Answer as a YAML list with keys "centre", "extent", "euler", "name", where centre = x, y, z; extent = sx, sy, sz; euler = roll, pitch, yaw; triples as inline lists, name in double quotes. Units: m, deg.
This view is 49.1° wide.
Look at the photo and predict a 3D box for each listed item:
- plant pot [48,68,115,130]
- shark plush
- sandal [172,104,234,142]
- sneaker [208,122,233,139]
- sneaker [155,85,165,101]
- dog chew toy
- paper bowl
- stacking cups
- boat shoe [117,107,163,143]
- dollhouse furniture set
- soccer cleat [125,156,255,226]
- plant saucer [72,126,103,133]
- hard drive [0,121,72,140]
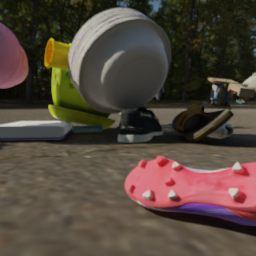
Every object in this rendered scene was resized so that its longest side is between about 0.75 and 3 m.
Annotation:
- centre: [-1.480, -1.171, 9.517]
  extent: [2.328, 2.112, 2.316]
  euler: [12, 0, -22]
  name: "plant pot"
- centre: [3.045, -0.845, 6.347]
  extent: [1.693, 0.769, 0.705]
  euler: [-19, -31, 21]
  name: "shark plush"
- centre: [1.642, -0.273, 7.044]
  extent: [1.030, 0.688, 2.521]
  euler: [-40, 12, -2]
  name: "sandal"
- centre: [2.510, 0.043, 7.743]
  extent: [0.779, 0.586, 1.564]
  euler: [16, 16, 22]
  name: "sneaker"
- centre: [0.606, -1.924, 10.266]
  extent: [0.969, 2.213, 0.824]
  euler: [-17, -12, -9]
  name: "sneaker"
- centre: [-3.471, -1.786, 7.435]
  extent: [1.648, 1.648, 2.646]
  euler: [0, -1, -2]
  name: "dog chew toy"
- centre: [-0.072, -1.523, 7.207]
  extent: [2.677, 2.677, 1.392]
  euler: [-3, 39, -34]
  name: "paper bowl"
- centre: [-0.981, -1.828, 7.886]
  extent: [2.573, 0.778, 0.778]
  euler: [4, 2, -33]
  name: "stacking cups"
- centre: [0.409, -0.167, 7.686]
  extent: [1.040, 0.830, 2.751]
  euler: [1, 6, 10]
  name: "boat shoe"
- centre: [2.144, -0.674, 6.123]
  extent: [0.636, 0.640, 0.908]
  euler: [3, 21, -15]
  name: "dollhouse furniture set"
- centre: [0.599, 0.555, 2.325]
  extent: [1.488, 0.496, 0.569]
  euler: [-9, -47, 42]
  name: "soccer cleat"
- centre: [-1.250, 0.046, 8.624]
  extent: [0.937, 0.089, 0.328]
  euler: [-1, 30, -15]
  name: "plant saucer"
- centre: [-2.602, 0.034, 8.017]
  extent: [1.772, 0.341, 2.686]
  euler: [0, 4, -7]
  name: "hard drive"
